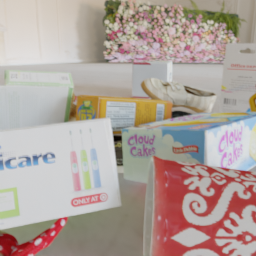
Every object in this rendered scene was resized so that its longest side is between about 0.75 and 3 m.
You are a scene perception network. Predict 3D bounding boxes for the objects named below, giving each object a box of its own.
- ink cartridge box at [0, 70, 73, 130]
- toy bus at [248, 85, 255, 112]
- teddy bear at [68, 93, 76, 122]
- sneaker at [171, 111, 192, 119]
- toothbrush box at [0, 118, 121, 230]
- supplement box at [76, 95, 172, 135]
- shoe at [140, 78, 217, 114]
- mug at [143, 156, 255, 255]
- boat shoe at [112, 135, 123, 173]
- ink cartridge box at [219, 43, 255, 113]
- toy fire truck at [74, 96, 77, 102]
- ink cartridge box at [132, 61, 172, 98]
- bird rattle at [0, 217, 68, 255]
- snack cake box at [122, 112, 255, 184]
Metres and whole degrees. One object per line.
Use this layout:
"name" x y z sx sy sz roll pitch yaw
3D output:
"ink cartridge box" -2.677 -0.324 6.195 2.697 1.962 0.647 -1 46 -22
"toy bus" 3.722 -0.046 6.923 2.225 2.099 1.150 -15 -22 -44
"teddy bear" -1.973 -0.453 7.580 1.505 2.076 0.693 -42 67 -11
"sneaker" 1.086 -0.198 8.306 2.012 0.764 0.913 3 11 5
"toothbrush box" -1.203 0.554 3.794 1.686 0.997 2.316 -7 -5 -16
"supplement box" -0.007 -0.305 6.471 0.813 0.841 2.444 10 6 44
"shoe" 1.624 -1.075 8.583 2.826 0.754 0.988 13 37 -33
"mug" 1.194 0.947 3.338 1.941 1.295 1.723 4 23 2
"boat shoe" -0.846 0.397 6.133 2.328 0.693 0.836 7 20 34
"ink cartridge box" 4.060 -1.558 9.596 1.484 2.578 0.874 12 20 33
"toy fire truck" -2.585 -1.114 11.620 0.834 0.588 0.203 11 -1 1
"ink cartridge box" 1.318 -2.605 14.712 1.757 1.749 2.418 4 17 13
"bird rattle" -1.666 1.282 2.768 1.596 1.103 1.958 -1 9 43
"snack cake box" 1.449 0.290 5.372 1.655 0.967 2.878 3 10 43
